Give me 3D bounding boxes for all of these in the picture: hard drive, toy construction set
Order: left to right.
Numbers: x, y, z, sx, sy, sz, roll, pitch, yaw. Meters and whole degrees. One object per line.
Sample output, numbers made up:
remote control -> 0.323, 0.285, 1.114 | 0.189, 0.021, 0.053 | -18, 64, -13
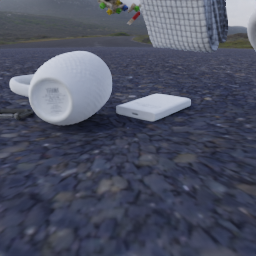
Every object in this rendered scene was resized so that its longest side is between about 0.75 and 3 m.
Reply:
toy construction set -> -0.368, -3.865, 8.913 | 1.083, 1.410, 1.176 | -54, 14, -20
hard drive -> 0.843, -0.689, 8.766 | 1.392, 0.277, 2.111 | 15, 24, 36

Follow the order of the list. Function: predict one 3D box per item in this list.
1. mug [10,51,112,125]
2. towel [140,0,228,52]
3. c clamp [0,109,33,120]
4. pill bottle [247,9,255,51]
mug -> -1.847, -1.048, 7.378 | 2.449, 1.808, 2.147 | 10, 22, 8
towel -> 1.375, -3.423, 7.382 | 2.234, 2.698, 1.154 | 24, 59, 42
c clamp -> -3.580, -0.357, 8.012 | 1.558, 0.211, 1.331 | -3, 14, -3
pill bottle -> 3.307, -2.312, 4.463 | 2.747, 1.494, 1.494 | -51, 35, -8
